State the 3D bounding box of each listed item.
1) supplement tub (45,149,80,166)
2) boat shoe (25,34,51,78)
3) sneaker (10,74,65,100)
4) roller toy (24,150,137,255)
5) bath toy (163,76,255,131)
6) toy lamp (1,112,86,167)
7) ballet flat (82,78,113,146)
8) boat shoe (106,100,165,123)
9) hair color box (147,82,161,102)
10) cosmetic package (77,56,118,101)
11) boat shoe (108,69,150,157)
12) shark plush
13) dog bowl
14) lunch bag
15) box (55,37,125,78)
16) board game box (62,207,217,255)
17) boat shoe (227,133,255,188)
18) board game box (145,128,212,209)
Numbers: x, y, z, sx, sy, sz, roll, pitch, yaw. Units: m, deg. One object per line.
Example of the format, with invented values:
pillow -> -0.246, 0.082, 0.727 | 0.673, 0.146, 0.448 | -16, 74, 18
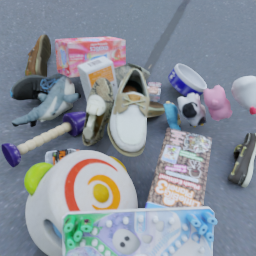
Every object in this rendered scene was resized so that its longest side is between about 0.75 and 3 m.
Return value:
supplement tub -> -1.796, 0.887, 7.836 | 0.919, 0.563, 0.563 | -8, 50, -4
boat shoe -> -3.508, -2.783, 10.778 | 0.723, 0.765, 2.126 | -7, 55, 11
sneaker -> -2.799, -1.293, 9.350 | 2.113, 0.774, 0.865 | -21, 53, -36
roller toy -> -0.909, 1.630, 6.020 | 2.304, 1.610, 2.102 | 8, 56, -39
bath toy -> 2.431, -0.589, 8.022 | 2.745, 1.193, 1.014 | -17, 80, 30
toy lamp -> -2.258, 0.203, 8.126 | 2.634, 0.767, 0.767 | -28, 54, -37
ballet flat -> -0.894, -0.312, 7.673 | 0.716, 2.112, 0.795 | 24, 37, 10
boat shoe -> 0.192, -0.445, 8.892 | 2.133, 0.812, 0.764 | 0, 16, -23
hair color box -> 0.875, -1.264, 9.726 | 0.490, 0.297, 0.980 | 7, 35, 7
cosmetic package -> -0.845, -1.161, 8.697 | 0.922, 1.818, 0.648 | -26, 40, -19
boat shoe -> 0.038, -0.521, 7.283 | 1.008, 0.923, 2.698 | 7, 45, -10
shark plush -> -2.583, -0.720, 8.815 | 2.317, 1.052, 0.965 | -39, 94, -19
dog bowl -> 2.037, -1.599, 9.630 | 1.295, 0.510, 1.295 | 26, 34, -19
lunch bag -> 0.077, -1.784, 9.537 | 1.197, 0.981, 0.704 | -16, 86, 17
box -> -1.246, -2.447, 9.528 | 2.174, 1.116, 1.029 | -15, 29, -34
board game box -> 0.213, 2.781, 4.957 | 2.694, 2.693, 0.348 | 0, 8, -7
boat shoe -> 3.237, 0.792, 7.870 | 0.536, 0.635, 1.782 | 19, 55, 14
board game box -> 1.125, 1.461, 6.540 | 1.074, 1.768, 2.217 | 13, 50, 11
